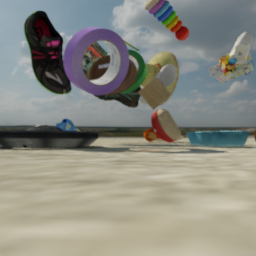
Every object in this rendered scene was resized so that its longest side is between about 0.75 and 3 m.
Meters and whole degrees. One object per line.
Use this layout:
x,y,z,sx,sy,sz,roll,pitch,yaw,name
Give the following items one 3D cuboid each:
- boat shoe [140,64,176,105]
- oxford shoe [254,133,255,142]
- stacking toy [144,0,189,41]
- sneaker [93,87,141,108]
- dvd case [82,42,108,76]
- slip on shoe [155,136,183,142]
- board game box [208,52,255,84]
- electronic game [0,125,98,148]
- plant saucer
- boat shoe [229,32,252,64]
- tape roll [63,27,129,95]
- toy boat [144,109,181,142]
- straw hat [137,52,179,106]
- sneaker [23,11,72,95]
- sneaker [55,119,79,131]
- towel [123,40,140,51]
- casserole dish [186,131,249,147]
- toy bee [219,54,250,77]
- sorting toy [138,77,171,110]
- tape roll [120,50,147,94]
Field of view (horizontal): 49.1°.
1.199,-1.725,11.259,0.764,2.124,0.698,44,-26,-28,boat shoe
3.885,0.189,6.529,1.635,0.576,0.611,0,-7,40,oxford shoe
1.323,-3.498,8.989,1.713,0.731,0.731,41,-20,-23,stacking toy
-0.669,-1.978,14.701,2.944,1.167,1.110,12,28,-24,sneaker
-1.700,-3.008,12.488,0.178,1.616,1.180,28,-6,41,dvd case
2.200,0.491,16.133,1.931,0.591,0.715,1,-3,9,slip on shoe
4.234,-2.369,11.277,1.531,0.390,2.277,-23,-8,26,board game box
-2.078,0.199,6.986,2.670,0.556,2.670,0,-1,0,electronic game
-0.636,-2.055,10.469,1.939,1.939,0.286,0,-30,9,plant saucer
3.616,-2.551,8.991,0.575,0.548,1.598,24,-2,19,boat shoe
-0.895,-1.925,8.147,1.870,1.870,0.614,1,19,-38,tape roll
1.506,0.110,13.432,1.651,1.648,2.525,-31,-8,9,toy boat
0.975,-2.420,13.111,1.203,2.842,2.842,10,-7,-32,straw hat
-2.699,-2.489,9.392,1.134,2.955,1.238,-25,5,-31,sneaker
-2.379,0.124,12.200,0.757,1.050,1.998,-2,-2,35,sneaker
-0.001,-3.729,12.382,1.162,0.105,0.500,28,8,-17,towel
2.346,0.297,7.548,1.276,0.409,2.107,0,-1,-4,casserole dish
3.285,-2.032,9.145,0.635,0.764,1.168,-19,19,-16,toy bee
0.862,-1.124,9.173,0.770,0.775,0.270,-40,6,5,sorting toy
-0.183,-2.475,12.234,1.955,1.955,0.470,-1,-19,16,tape roll
